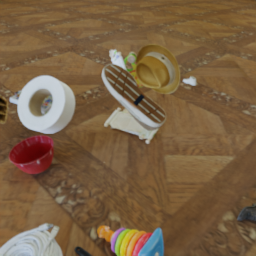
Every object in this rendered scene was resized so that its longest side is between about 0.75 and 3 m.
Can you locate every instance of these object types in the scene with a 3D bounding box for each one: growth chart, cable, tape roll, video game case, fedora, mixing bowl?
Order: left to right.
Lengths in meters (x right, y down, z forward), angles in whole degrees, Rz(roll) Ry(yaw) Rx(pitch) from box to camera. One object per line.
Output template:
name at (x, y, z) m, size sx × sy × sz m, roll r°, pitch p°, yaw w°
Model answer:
cable at (-2.744, 3.659, 7.199) m, size 2.138 × 0.740 × 2.137 m, roll -18°, pitch 32°, yaw 16°
mixing bowl at (-3.596, 1.163, 10.877) m, size 1.708 × 0.925 × 1.708 m, roll -8°, pitch 34°, yaw 6°
video game case at (-3.898, -1.441, 12.693) m, size 1.678 × 0.211 × 2.343 m, roll 19°, pitch 31°, yaw 8°
tape roll at (-3.139, -0.878, 10.723) m, size 2.147 × 2.147 × 0.751 m, roll 18°, pitch -3°, yaw 23°
growth chart at (-0.328, -2.220, 10.283) m, size 0.171 × 1.393 × 1.925 m, roll -21°, pitch 14°, yaw -7°
growth chart at (0.246, -0.236, 13.500) m, size 2.705 × 0.240 × 1.957 m, roll 19°, pitch 40°, yaw 25°
fedora at (1.005, -2.216, 11.264) m, size 2.230 × 2.230 × 0.910 m, roll 26°, pitch 47°, yaw 31°

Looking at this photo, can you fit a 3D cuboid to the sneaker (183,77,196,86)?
sneaker at (3.742, -2.934, 17.015) m, size 0.864 × 0.499 × 0.318 m, roll 25°, pitch 44°, yaw 33°

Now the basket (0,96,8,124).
basket at (-3.279, -0.534, 6.733) m, size 0.633 × 0.606 × 0.849 m, roll 37°, pitch 6°, yaw 19°

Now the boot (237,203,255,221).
boot at (4.217, 2.944, 8.959) m, size 1.160 × 0.402 × 1.010 m, roll -17°, pitch 38°, yaw -25°

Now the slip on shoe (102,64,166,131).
slip on shoe at (0.095, -0.895, 8.667) m, size 2.478 × 0.751 × 0.942 m, roll 42°, pitch 60°, yaw 2°

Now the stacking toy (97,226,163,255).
stacking toy at (-0.079, 3.321, 8.061) m, size 2.054 × 1.127 × 1.192 m, roll 11°, pitch 30°, yaw 33°

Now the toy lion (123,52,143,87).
toy lion at (0.310, -2.596, 13.118) m, size 1.468 × 1.407 × 0.504 m, roll 34°, pitch 39°, yaw -16°

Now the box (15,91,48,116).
box at (-4.678, -1.342, 14.792) m, size 1.590 × 0.502 × 2.890 m, roll -24°, pitch 42°, yaw -29°

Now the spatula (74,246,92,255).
spatula at (-0.720, 3.874, 7.823) m, size 2.025 × 0.208 × 0.572 m, roll 19°, pitch 44°, yaw 27°
